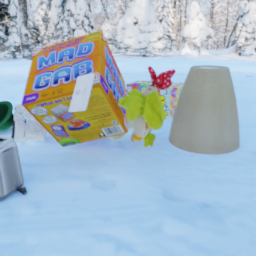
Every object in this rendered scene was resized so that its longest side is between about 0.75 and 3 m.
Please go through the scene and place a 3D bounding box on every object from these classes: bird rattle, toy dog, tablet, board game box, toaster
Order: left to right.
[{"bbox_3d":[-3.399,0.914,6.733,2.014,1.301,1.145,7,20,21],"label":"toaster"},{"bbox_3d":[-1.493,-1.150,8.841,2.342,2.340,2.340,-12,53,12],"label":"board game box"},{"bbox_3d":[-1.104,-0.829,6.604,0.613,0.943,0.064,-2,-21,40],"label":"tablet"},{"bbox_3d":[-0.855,-0.567,10.989,2.093,1.460,2.029,16,18,32],"label":"toy dog"},{"bbox_3d":[0.520,0.057,9.373,0.998,0.690,1.225,-20,39,34],"label":"bird rattle"},{"bbox_3d":[0.496,-0.662,7.760,1.246,1.803,2.212,13,37,6],"label":"bird rattle"},{"bbox_3d":[1.431,-1.457,13.752,2.781,1.458,1.432,7,20,24],"label":"board game box"}]

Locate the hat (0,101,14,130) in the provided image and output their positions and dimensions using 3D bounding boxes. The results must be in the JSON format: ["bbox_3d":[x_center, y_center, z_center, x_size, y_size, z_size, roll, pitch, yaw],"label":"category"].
[{"bbox_3d":[-4.973,-0.086,11.673,1.543,1.640,1.863,13,59,30],"label":"hat"}]

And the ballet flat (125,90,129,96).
[{"bbox_3d":[-0.001,-1.156,10.714,0.278,0.286,0.803,-26,57,-3],"label":"ballet flat"}]

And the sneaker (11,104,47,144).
[{"bbox_3d":[-3.785,-0.140,10.679,1.202,1.114,2.966,5,19,-23],"label":"sneaker"}]

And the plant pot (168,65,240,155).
[{"bbox_3d":[2.696,-0.774,9.740,2.495,2.664,2.495,-1,18,0],"label":"plant pot"}]
